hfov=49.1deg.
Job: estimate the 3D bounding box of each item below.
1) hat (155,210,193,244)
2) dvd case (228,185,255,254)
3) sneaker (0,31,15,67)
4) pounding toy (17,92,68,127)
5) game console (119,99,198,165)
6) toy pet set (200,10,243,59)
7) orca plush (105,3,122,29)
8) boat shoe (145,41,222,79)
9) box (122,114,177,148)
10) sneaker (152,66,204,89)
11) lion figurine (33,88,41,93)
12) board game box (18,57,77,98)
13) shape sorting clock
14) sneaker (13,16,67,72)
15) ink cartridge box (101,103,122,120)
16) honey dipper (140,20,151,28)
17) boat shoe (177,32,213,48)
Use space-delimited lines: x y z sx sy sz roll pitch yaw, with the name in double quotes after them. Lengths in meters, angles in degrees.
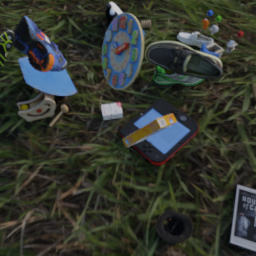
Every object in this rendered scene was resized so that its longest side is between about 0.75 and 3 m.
1.536 3.387 9.374 1.214 0.490 1.214 -5 45 5 "hat"
4.399 3.179 9.638 1.607 0.264 2.139 16 59 9 "dvd case"
-3.818 -2.440 8.466 1.186 0.447 0.453 -52 44 19 "sneaker"
-3.565 -0.764 11.702 1.979 1.132 1.135 -15 58 -9 "pounding toy"
1.304 0.084 11.582 2.668 0.414 2.360 -38 65 -22 "game console"
3.978 -4.094 13.388 1.130 1.987 2.128 -28 61 -27 "toy pet set"
-0.662 -5.706 15.278 1.556 1.051 2.957 5 45 -52 "orca plush"
1.851 -2.197 9.161 2.620 0.936 0.861 15 23 -1 "boat shoe"
0.513 0.113 7.588 0.872 1.464 0.304 -18 78 -50 "box"
2.478 -2.555 12.869 2.691 1.146 1.050 -12 57 -8 "sneaker"
-4.091 -2.370 13.099 0.984 0.582 1.606 24 53 -1 "lion figurine"
-3.701 -2.141 12.572 2.268 0.559 2.871 4 40 -39 "board game box"
-0.300 -2.695 9.972 0.523 2.665 2.665 2 51 -35 "shape sorting clock"
-2.950 -2.665 9.250 1.023 1.066 2.717 -47 62 21 "sneaker"
-0.708 -0.720 12.136 0.846 0.350 0.620 -8 57 -5 "ink cartridge box"
0.180 -5.601 15.366 2.109 0.400 0.400 -7 57 0 "honey dipper"
3.498 -4.673 14.539 1.910 0.662 0.676 21 59 13 "boat shoe"
